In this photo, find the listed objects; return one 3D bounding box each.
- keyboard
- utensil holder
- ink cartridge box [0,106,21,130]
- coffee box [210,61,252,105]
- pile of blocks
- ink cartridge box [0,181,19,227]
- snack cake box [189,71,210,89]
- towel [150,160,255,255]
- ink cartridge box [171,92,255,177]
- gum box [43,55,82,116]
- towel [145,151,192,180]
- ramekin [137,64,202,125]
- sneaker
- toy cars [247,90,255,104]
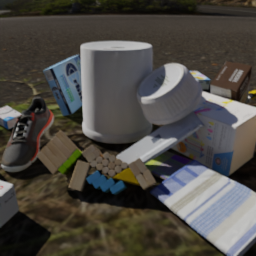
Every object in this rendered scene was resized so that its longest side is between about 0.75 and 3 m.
[{"bbox_3d":[0.764,0.353,7.131,2.333,0.124,0.657,-34,49,6],"label":"keyboard"},{"bbox_3d":[-0.340,-1.207,8.755,2.290,2.695,2.290,1,23,0],"label":"utensil holder"},{"bbox_3d":[-4.216,-0.402,9.650,1.048,0.356,0.608,25,39,27],"label":"ink cartridge box"},{"bbox_3d":[3.172,-0.902,8.725,0.789,1.979,1.132,23,63,31],"label":"coffee box"},{"bbox_3d":[-0.732,1.039,6.796,2.872,1.179,0.892,17,-12,13],"label":"pile of blocks"},{"bbox_3d":[-3.335,1.568,5.627,1.739,0.731,1.269,11,29,20],"label":"ink cartridge box"},{"bbox_3d":[3.174,-2.278,13.317,0.838,0.489,1.457,-3,27,-11],"label":"snack cake box"},{"bbox_3d":[1.782,1.577,5.911,1.639,0.266,2.232,-27,39,-30],"label":"towel"},{"bbox_3d":[2.223,0.016,7.844,1.435,1.473,2.292,-24,35,-37],"label":"ink cartridge box"},{"bbox_3d":[-2.186,-1.693,10.795,0.466,1.776,2.091,-10,23,24],"label":"gum box"},{"bbox_3d":[1.259,1.102,7.157,1.593,0.181,1.144,22,35,37],"label":"towel"},{"bbox_3d":[0.999,-0.953,7.372,1.709,0.796,1.709,-25,36,20],"label":"ramekin"},{"bbox_3d":[-2.923,0.066,7.843,0.963,1.024,2.500,2,44,7],"label":"sneaker"},{"bbox_3d":[4.597,-1.037,10.806,2.252,0.499,1.010,-22,10,-21],"label":"toy cars"}]
